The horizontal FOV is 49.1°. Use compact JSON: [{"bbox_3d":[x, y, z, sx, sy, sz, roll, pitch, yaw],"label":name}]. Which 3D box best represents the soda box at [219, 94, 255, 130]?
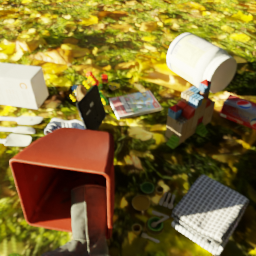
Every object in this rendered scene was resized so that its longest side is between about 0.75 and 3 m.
[{"bbox_3d":[5.280,-0.559,12.012,2.440,0.774,0.854,27,49,26],"label":"soda box"}]

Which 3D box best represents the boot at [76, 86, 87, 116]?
[{"bbox_3d":[-1.749,-1.160,11.771,0.619,0.634,1.680,19,48,-47],"label":"boot"}]

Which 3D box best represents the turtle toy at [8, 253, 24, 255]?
[{"bbox_3d":[-3.572,3.662,6.844,2.286,1.666,1.155,-2,21,-4],"label":"turtle toy"}]

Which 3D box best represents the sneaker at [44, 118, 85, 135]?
[{"bbox_3d":[-2.559,0.128,11.350,1.737,0.609,0.942,8,37,19],"label":"sneaker"}]

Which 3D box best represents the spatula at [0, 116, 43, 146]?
[{"bbox_3d":[-5.255,0.064,11.741,2.862,0.230,1.990,3,43,4],"label":"spatula"}]

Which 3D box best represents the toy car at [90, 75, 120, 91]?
[{"bbox_3d":[-1.284,-2.132,14.141,1.337,0.317,1.421,-27,48,-27],"label":"toy car"}]

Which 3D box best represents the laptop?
[{"bbox_3d":[-1.610,-0.230,10.205,1.106,2.141,1.897,-6,27,18],"label":"laptop"}]

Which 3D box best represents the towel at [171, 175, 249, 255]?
[{"bbox_3d":[2.467,2.511,8.490,1.687,0.872,2.038,29,49,29],"label":"towel"}]

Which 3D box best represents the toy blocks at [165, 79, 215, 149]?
[{"bbox_3d":[2.568,-0.714,11.282,2.890,1.975,1.444,-32,50,-30],"label":"toy blocks"}]

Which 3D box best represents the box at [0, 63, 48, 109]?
[{"bbox_3d":[-5.243,-1.967,12.991,2.527,1.572,1.232,8,42,9],"label":"box"}]

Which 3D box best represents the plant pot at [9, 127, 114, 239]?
[{"bbox_3d":[-1.555,1.408,8.588,2.655,2.652,2.340,8,35,9],"label":"plant pot"}]

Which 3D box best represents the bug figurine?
[{"bbox_3d":[-1.647,-1.487,12.004,0.560,2.176,1.687,-41,100,-37],"label":"bug figurine"}]

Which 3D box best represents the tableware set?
[{"bbox_3d":[0.682,2.562,8.872,1.299,0.296,1.929,16,44,18],"label":"tableware set"}]

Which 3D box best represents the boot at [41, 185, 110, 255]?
[{"bbox_3d":[-1.531,2.797,8.078,2.181,0.870,2.399,3,50,-18],"label":"boot"}]

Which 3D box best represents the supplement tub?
[{"bbox_3d":[3.610,-3.235,13.982,2.152,2.152,2.969,-24,47,-24],"label":"supplement tub"}]

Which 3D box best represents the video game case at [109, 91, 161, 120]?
[{"bbox_3d":[0.301,-1.099,13.073,2.086,0.182,1.492,-13,43,-14],"label":"video game case"}]
